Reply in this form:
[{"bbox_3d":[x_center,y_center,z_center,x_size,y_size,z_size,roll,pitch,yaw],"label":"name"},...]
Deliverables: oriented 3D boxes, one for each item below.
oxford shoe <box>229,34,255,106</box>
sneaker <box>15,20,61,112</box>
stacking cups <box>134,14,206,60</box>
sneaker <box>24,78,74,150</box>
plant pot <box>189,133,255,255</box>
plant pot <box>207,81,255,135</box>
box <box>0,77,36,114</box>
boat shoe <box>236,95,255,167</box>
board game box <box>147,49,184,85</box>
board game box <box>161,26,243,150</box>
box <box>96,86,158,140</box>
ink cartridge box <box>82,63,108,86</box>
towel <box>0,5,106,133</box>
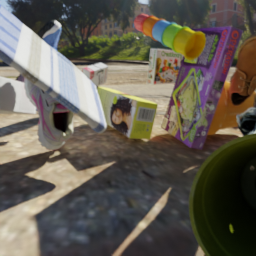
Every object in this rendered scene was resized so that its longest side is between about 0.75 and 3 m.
[{"bbox_3d":[2.613,-1.127,5.964,0.755,0.755,2.118,13,-21,15],"label":"oxford shoe"},{"bbox_3d":[-2.250,-1.567,7.401,0.978,2.539,0.961,24,23,-13],"label":"sneaker"},{"bbox_3d":[0.623,-1.553,4.552,0.430,0.430,1.422,-9,37,-31],"label":"stacking cups"},{"bbox_3d":[-1.634,-0.545,6.198,0.889,2.016,0.820,-13,4,45],"label":"sneaker"},{"bbox_3d":[1.645,0.784,3.101,1.524,1.524,1.468,9,5,30],"label":"plant pot"},{"bbox_3d":[2.574,-0.610,7.632,1.490,1.627,1.627,1,15,-10],"label":"plant pot"},{"bbox_3d":[-2.869,-0.692,6.310,0.993,0.694,1.304,2,-1,16],"label":"box"},{"bbox_3d":[2.709,-0.163,5.849,0.800,0.943,2.590,15,43,12],"label":"boat shoe"},{"bbox_3d":[1.296,-2.013,9.307,0.300,1.094,1.733,17,19,39],"label":"board game box"},{"bbox_3d":[1.670,-1.024,6.843,0.443,2.745,1.648,13,13,-17],"label":"board game box"},{"bbox_3d":[-0.235,-0.513,7.984,0.674,1.012,2.690,6,11,-29],"label":"box"},{"bbox_3d":[-1.299,-2.024,10.929,0.441,0.757,1.039,29,38,25],"label":"ink cartridge box"},{"bbox_3d":[-1.537,-1.115,5.474,2.725,0.324,2.001,38,19,-36],"label":"towel"}]
